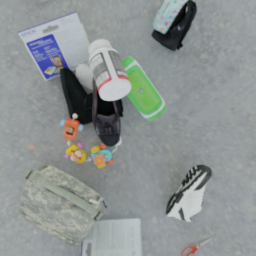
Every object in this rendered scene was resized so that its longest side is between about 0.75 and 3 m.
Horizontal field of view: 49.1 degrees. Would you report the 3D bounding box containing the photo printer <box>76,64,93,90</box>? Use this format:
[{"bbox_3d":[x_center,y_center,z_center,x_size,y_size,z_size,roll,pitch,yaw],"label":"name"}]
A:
[{"bbox_3d":[-1.426,-1.848,10.370,1.112,0.925,0.386,28,62,1],"label":"photo printer"}]

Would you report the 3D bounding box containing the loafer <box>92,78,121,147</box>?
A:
[{"bbox_3d":[-0.807,-0.605,9.521,0.977,0.856,2.718,-7,99,0],"label":"loafer"}]

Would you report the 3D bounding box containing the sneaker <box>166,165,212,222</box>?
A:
[{"bbox_3d":[2.268,2.294,9.739,0.995,0.917,2.488,25,122,-2],"label":"sneaker"}]

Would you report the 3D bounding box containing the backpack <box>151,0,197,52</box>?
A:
[{"bbox_3d":[1.648,-3.851,10.095,1.138,1.500,1.798,33,103,23],"label":"backpack"}]

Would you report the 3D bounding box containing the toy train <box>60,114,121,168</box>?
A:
[{"bbox_3d":[-1.454,0.595,10.023,2.294,0.638,1.723,19,106,-6],"label":"toy train"}]

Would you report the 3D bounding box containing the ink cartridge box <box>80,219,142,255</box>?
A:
[{"bbox_3d":[-0.565,4.259,9.651,2.108,0.428,2.103,-5,56,8],"label":"ink cartridge box"}]

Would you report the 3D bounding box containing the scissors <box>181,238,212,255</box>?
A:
[{"bbox_3d":[2.505,4.295,10.188,1.331,0.093,0.487,-38,93,-14],"label":"scissors"}]

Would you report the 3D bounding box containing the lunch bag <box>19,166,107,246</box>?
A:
[{"bbox_3d":[-2.127,2.477,9.188,2.618,2.196,1.824,29,58,4],"label":"lunch bag"}]

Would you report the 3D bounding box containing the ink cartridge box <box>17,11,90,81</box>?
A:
[{"bbox_3d":[-2.443,-2.907,9.967,2.083,2.108,0.495,-20,45,-1],"label":"ink cartridge box"}]

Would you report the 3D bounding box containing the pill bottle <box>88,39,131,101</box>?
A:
[{"bbox_3d":[-0.594,-1.686,8.030,0.919,0.919,1.660,-20,68,-1],"label":"pill bottle"}]

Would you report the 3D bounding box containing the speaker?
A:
[{"bbox_3d":[0.390,-1.330,9.679,0.970,0.970,2.194,-38,107,-3],"label":"speaker"}]

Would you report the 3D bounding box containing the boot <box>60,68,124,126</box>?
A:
[{"bbox_3d":[-1.300,-1.201,10.316,1.984,0.896,2.422,-14,94,1],"label":"boot"}]
